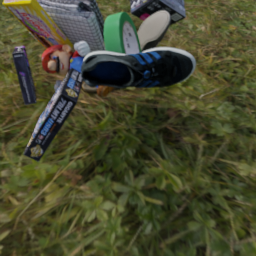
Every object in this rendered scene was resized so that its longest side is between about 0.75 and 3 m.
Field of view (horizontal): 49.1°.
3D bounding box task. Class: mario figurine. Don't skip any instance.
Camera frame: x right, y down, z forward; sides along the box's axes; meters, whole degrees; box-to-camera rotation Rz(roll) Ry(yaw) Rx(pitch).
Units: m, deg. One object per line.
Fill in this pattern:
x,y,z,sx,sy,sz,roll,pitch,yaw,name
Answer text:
-1.870,-1.916,9.302,2.789,1.478,1.722,23,85,24,mario figurine

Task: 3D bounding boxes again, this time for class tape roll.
-0.100,-2.452,8.677,0.499,2.076,2.076,-8,42,20,tape roll

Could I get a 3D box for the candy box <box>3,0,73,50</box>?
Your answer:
-2.959,-3.433,9.478,1.198,2.344,0.310,7,71,25,candy box

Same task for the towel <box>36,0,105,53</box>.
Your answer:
-2.077,-3.842,10.085,2.785,2.306,1.192,15,73,16,towel

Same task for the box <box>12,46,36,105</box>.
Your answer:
-3.467,-1.827,9.402,0.409,1.619,2.264,-13,23,-16,box

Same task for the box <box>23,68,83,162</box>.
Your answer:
-1.923,-0.425,7.428,0.497,1.986,2.000,29,23,-18,box

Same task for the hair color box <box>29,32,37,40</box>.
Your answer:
-3.813,-3.908,11.271,0.239,0.390,0.789,-34,52,4,hair color box

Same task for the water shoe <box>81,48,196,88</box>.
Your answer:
0.287,-1.343,7.063,2.933,1.049,1.157,-2,32,0,water shoe

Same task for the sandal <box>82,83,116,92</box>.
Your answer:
-1.184,-2.040,12.630,1.764,0.476,0.708,-8,45,-8,sandal

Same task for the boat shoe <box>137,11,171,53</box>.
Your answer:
0.743,-3.258,10.325,0.728,2.556,0.855,-16,71,-47,boat shoe

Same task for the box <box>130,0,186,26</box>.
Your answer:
1.154,-4.819,10.787,1.941,1.282,1.113,5,75,-46,box
